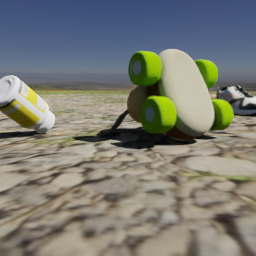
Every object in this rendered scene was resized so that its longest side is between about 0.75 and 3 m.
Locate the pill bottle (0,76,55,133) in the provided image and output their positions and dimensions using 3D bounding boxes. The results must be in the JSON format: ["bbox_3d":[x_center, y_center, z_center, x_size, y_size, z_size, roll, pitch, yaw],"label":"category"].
[{"bbox_3d":[-2.284,-0.451,6.240,0.776,0.776,1.394,6,-27,32],"label":"pill bottle"}]

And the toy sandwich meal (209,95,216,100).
[{"bbox_3d":[4.925,-1.728,16.892,1.571,0.538,1.571,0,5,0],"label":"toy sandwich meal"}]

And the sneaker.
[{"bbox_3d":[4.389,-1.110,11.067,1.028,1.115,2.788,-3,11,-25],"label":"sneaker"}]

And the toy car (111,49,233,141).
[{"bbox_3d":[0.655,-0.399,6.503,2.037,1.957,2.480,-2,-20,-34],"label":"toy car"}]
